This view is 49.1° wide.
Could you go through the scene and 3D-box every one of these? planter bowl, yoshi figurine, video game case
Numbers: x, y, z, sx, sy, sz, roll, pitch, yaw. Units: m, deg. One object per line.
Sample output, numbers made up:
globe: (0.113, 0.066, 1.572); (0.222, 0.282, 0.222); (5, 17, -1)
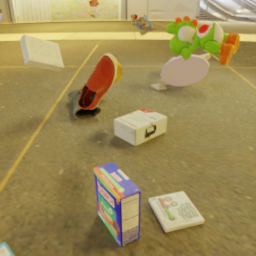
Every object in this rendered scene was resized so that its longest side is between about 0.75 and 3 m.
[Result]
planter bowl: (-0.602, -2.124, 10.659); (0.556, 1.336, 1.336); (16, 31, 31)
yoshi figurine: (1.741, -2.068, 6.954); (1.762, 0.987, 0.990); (27, 10, 21)
video game case: (-2.447, 2.910, 4.995); (1.216, 0.151, 1.699); (-24, 35, -38)
video game case: (1.143, 2.002, 6.812); (0.981, 0.128, 1.078); (-8, 28, -15)

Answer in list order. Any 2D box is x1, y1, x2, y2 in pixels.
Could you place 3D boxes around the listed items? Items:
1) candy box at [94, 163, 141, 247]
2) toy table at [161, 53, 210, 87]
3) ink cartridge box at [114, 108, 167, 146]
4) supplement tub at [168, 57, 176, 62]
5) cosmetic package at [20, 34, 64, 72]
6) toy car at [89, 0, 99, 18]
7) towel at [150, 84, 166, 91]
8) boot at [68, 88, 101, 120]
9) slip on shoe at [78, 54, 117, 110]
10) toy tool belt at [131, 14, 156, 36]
candy box: (-0.243, 1.647, 6.114); (0.533, 1.384, 1.170); (-15, 31, -27)
toy table: (3.157, -3.382, 15.293); (2.557, 2.351, 1.498); (1, 35, 22)
ink cartridge box: (0.438, -0.074, 10.298); (1.619, 0.671, 1.180); (-22, 34, -37)
supplement tub: (2.922, -3.789, 17.285); (0.984, 0.984, 1.362); (2, 27, 5)
cosmetic package: (-3.534, -3.052, 11.551); (0.417, 1.217, 1.615); (-32, -22, 37)
toy car: (-1.371, -5.098, 11.842); (0.342, 1.026, 0.503); (36, 77, 8)
towel: (1.606, -2.187, 15.070); (0.567, 0.148, 0.856); (-14, 30, -22)
boot: (-1.624, -1.265, 12.478); (2.117, 0.845, 2.328); (-23, 25, -13)
slip on shoe: (-0.927, -1.296, 8.305); (0.723, 1.952, 0.597); (41, 30, 11)
toy tool belt: (0.746, -4.879, 12.953); (0.756, 1.230, 0.768); (-5, 63, 34)
